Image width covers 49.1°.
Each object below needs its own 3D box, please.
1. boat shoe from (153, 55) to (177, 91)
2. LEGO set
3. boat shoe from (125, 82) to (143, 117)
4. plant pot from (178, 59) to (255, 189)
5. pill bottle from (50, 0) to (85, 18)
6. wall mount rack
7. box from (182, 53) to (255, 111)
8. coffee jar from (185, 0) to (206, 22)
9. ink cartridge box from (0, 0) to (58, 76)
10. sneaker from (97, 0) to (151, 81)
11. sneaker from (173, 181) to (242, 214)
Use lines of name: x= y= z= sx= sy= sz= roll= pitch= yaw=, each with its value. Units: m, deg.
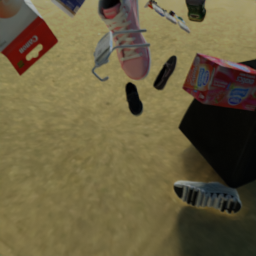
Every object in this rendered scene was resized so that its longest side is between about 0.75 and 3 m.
boat shoe: x=1.069 y=-1.607 z=8.133 sx=0.314 sy=1.103 sz=0.369 roll=14 pitch=17 yaw=-35
LEGO set: x=1.254 y=-3.679 z=9.283 sx=1.403 sy=0.461 sz=1.879 roll=26 pitch=31 yaw=-17
boat shoe: x=0.130 y=-0.772 z=7.444 sx=0.408 sy=0.340 sz=1.093 roll=-20 pitch=57 yaw=15
plant pot: x=3.285 y=-0.394 z=7.593 sx=2.593 sy=2.306 sz=2.599 roll=-14 pitch=44 yaw=-21
pill bottle: x=-1.716 y=-4.483 z=9.077 sx=1.592 sy=0.883 sz=0.883 roll=-52 pitch=57 yaw=9
wall mount rack: x=-0.165 y=-1.278 z=4.535 sx=0.979 sy=0.420 sz=1.127 roll=-37 pitch=32 yaw=23
box: x=1.994 y=-0.896 z=5.645 sx=1.567 sy=0.781 sz=0.748 roll=4 pitch=29 yaw=-31
coffee jar: x=1.895 y=-3.341 z=7.786 sx=0.529 sy=1.014 sz=0.433 roll=16 pitch=88 yaw=17
ink cartridge box: x=-3.054 y=-2.610 z=7.354 sx=1.997 sy=1.620 sz=0.501 roll=55 pitch=19 yaw=-2
sneaker: x=-0.166 y=-2.643 z=7.801 sx=1.020 sy=2.709 sz=1.416 roll=-7 pitch=7 yaw=26
sneaker: x=1.993 y=1.655 z=7.152 sx=1.685 sy=0.633 sz=0.683 roll=14 pitch=37 yaw=8
